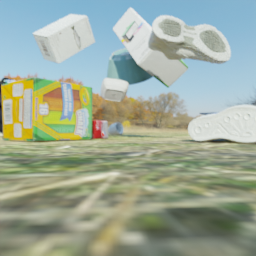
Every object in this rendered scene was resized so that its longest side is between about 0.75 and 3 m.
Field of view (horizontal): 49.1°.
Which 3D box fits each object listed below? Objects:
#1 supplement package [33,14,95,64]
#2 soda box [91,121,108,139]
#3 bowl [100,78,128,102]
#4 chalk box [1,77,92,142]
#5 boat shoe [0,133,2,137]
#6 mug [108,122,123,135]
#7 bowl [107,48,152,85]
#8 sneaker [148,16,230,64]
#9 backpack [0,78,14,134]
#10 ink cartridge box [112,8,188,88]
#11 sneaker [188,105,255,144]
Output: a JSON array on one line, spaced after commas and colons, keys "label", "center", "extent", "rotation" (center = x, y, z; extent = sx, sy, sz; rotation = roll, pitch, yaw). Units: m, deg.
[{"label": "supplement package", "center": [-2.247, -3.199, 9.971], "extent": [1.029, 1.025, 1.754], "rotation": [23, 53, 40]}, {"label": "soda box", "center": [-1.778, 0.072, 10.841], "extent": [2.154, 0.683, 0.754], "rotation": [-1, -1, 40]}, {"label": "bowl", "center": [-0.528, -1.355, 10.514], "extent": [1.010, 0.377, 1.009], "rotation": [8, -34, -10]}, {"label": "chalk box", "center": [-2.257, -0.476, 8.900], "extent": [1.737, 1.749, 2.803], "rotation": [-1, 0, 38]}, {"label": "boat shoe", "center": [-6.027, 0.125, 14.657], "extent": [1.957, 0.636, 0.706], "rotation": [0, -1, -27]}, {"label": "mug", "center": [-0.763, 0.167, 17.771], "extent": [0.866, 0.729, 0.987], "rotation": [-19, -43, 40]}, {"label": "bowl", "center": [0.021, -2.812, 12.384], "extent": [2.261, 1.183, 2.261], "rotation": [-9, 27, 5]}, {"label": "sneaker", "center": [1.606, -2.217, 7.574], "extent": [2.304, 0.898, 1.145], "rotation": [17, -17, -10]}, {"label": "backpack", "center": [-3.967, -0.624, 10.499], "extent": [2.161, 2.293, 2.811], "rotation": [16, -3, -32]}, {"label": "ink cartridge box", "center": [0.758, -2.904, 10.134], "extent": [1.076, 2.563, 1.856], "rotation": [-44, -42, 19]}, {"label": "sneaker", "center": [2.906, -0.088, 7.376], "extent": [2.299, 0.926, 1.684], "rotation": [-7, -1, 41]}]
